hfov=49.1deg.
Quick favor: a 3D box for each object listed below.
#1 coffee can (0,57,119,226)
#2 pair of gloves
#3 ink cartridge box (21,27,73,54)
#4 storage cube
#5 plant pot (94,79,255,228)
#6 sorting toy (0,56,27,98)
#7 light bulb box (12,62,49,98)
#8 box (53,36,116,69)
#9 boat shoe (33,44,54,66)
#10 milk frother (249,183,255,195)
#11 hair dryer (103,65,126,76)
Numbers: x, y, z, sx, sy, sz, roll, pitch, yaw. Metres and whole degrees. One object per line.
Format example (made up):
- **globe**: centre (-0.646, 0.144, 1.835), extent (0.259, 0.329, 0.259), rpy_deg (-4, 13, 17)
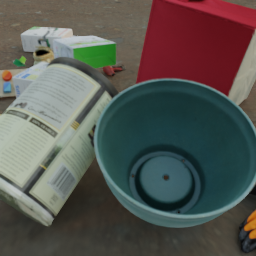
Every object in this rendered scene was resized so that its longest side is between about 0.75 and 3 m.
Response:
- **coffee can**: centre (-1.447, 0.195, 5.130), extent (1.822, 1.822, 2.489), rpy_deg (19, 58, 25)
- **pair of gloves**: centre (2.967, 2.010, 4.570), extent (1.785, 0.248, 2.003), rpy_deg (-19, 40, -25)
- **ink cartridge box**: centre (-3.576, -3.967, 12.640), extent (1.895, 0.799, 1.384), rpy_deg (6, 35, 8)
- **storage cube**: centre (2.198, -2.065, 7.987), extent (2.689, 2.992, 2.557), rpy_deg (30, 38, 27)
- **plant pot**: centre (0.750, 0.624, 4.993), extent (2.550, 1.709, 2.550), rpy_deg (0, 54, 0)
- **sorting toy**: centre (-3.820, -1.752, 9.367), extent (1.274, 0.254, 1.723), rpy_deg (-9, 58, -11)
- **light bulb box**: centre (-2.312, -1.246, 8.517), extent (1.569, 0.979, 1.555), rpy_deg (10, 32, 15)
- **box**: centre (-1.384, -2.414, 8.875), extent (1.539, 0.744, 1.358), rpy_deg (-20, 35, -34)
- **boat shoe**: centre (-3.372, -2.887, 11.195), extent (0.795, 0.680, 2.168), rpy_deg (-7, 36, -10)
- **milk frother**: centre (2.963, 0.468, 5.506), extent (1.551, 1.649, 1.488), rpy_deg (18, 34, 24)
- **hair dryer**: centre (-0.551, -2.261, 10.648), extent (0.818, 0.292, 1.075), rpy_deg (6, 36, 7)
